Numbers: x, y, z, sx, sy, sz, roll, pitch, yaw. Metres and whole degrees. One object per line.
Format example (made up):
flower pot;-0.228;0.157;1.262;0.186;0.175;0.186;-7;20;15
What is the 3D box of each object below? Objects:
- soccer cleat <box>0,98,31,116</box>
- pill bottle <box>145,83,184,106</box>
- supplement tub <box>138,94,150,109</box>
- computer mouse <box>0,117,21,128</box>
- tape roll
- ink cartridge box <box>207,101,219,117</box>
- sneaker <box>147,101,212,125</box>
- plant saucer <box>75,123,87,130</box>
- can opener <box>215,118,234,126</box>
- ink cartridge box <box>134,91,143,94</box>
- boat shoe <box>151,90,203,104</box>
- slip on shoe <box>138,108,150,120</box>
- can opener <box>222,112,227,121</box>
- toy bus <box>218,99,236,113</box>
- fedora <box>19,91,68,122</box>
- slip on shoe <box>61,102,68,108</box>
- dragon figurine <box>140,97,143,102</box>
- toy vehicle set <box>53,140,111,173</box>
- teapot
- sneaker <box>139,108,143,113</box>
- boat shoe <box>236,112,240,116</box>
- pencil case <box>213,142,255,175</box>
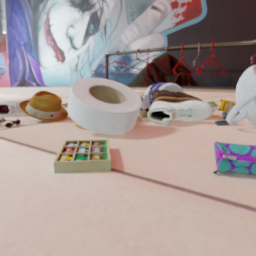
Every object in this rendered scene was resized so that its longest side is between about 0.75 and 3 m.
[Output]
soccer cleat;-5.546;-0.977;14.275;2.447;0.855;1.057;-8;20;-15
pill bottle;1.977;-1.778;16.063;1.611;1.611;2.784;-3;10;-13
supplement tub;0.402;-1.406;15.661;1.403;1.020;1.020;4;12;24
computer mouse;-5.325;-0.227;11.435;1.615;0.354;0.885;6;16;2
tape roll;-0.851;-0.852;10.264;2.635;0.922;2.635;13;31;-8
ink cartridge box;3.749;-0.842;13.312;0.410;0.718;1.383;46;30;19
sneaker;2.156;-0.550;11.866;2.675;0.986;1.546;1;19;16
plant saucer;-0.966;-0.331;11.606;2.432;0.455;2.432;-1;11;0
can opener;4.068;-0.279;11.606;0.939;0.314;0.250;-3;28;-14
ink cartridge box;0.176;-1.842;17.879;1.427;1.032;1.051;-2;11;-12
boat shoe;2.563;-1.402;14.161;2.903;1.022;1.021;10;40;-17
slip on shoe;0.911;-0.715;13.049;0.527;0.420;1.387;42;25;16
can opener;4.457;-0.584;12.645;0.377;0.472;1.413;-1;14;23
toy bus;4.969;-1.084;14.159;0.709;0.589;1.811;15;8;16
fedora;-3.749;-1.098;12.761;2.256;0.920;2.256;18;22;-8
slip on shoe;-3.711;-1.469;17.644;1.303;0.395;0.495;7;13;34
dragon figurine;0.023;-1.146;14.358;1.860;0.925;0.547;-51;14;-25
toy vehicle set;-1.075;0.654;6.983;1.237;0.264;1.991;-1;11;-6
teapot;5.328;-0.966;11.045;2.845;2.078;2.808;23;37;-3
sneaker;0.302;-0.679;13.381;1.392;0.497;0.556;-4;19;-29
boat shoe;5.804;-0.878;13.737;0.785;0.707;2.182;0;11;2
pencil case;2.612;0.666;5.816;1.609;0.685;0.744;3;-3;15
